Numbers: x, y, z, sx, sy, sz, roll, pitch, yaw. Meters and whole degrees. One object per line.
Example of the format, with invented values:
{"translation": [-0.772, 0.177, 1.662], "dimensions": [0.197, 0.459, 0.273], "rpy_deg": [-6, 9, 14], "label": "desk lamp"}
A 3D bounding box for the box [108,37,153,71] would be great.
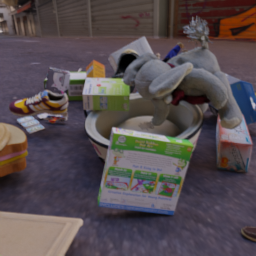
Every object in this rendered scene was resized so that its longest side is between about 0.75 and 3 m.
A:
{"translation": [0.296, -2.748, 12.295], "dimensions": [1.715, 1.706, 1.121], "rpy_deg": [-30, 7, -6], "label": "box"}

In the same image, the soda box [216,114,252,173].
{"translation": [2.668, 0.282, 7.240], "dimensions": [0.697, 0.750, 2.192], "rpy_deg": [6, 23, 15], "label": "soda box"}

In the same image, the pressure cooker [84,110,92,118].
{"translation": [-0.601, -0.543, 8.427], "dimensions": [1.182, 1.040, 1.056], "rpy_deg": [-22, -15, 19], "label": "pressure cooker"}

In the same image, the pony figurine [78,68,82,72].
{"translation": [-2.760, -2.632, 14.696], "dimensions": [0.923, 0.768, 0.891], "rpy_deg": [10, 56, 15], "label": "pony figurine"}

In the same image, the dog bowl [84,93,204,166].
{"translation": [0.389, 0.138, 6.773], "dimensions": [2.762, 1.019, 2.762], "rpy_deg": [-5, 30, 3], "label": "dog bowl"}

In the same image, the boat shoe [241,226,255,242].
{"translation": [2.239, 1.663, 4.468], "dimensions": [0.787, 0.283, 0.284], "rpy_deg": [8, 23, 19], "label": "boat shoe"}

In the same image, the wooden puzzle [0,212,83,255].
{"translation": [-1.836, 1.634, 3.495], "dimensions": [2.042, 0.411, 2.207], "rpy_deg": [3, 7, 7], "label": "wooden puzzle"}

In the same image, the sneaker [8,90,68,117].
{"translation": [-2.582, -0.769, 8.096], "dimensions": [1.653, 0.745, 0.620], "rpy_deg": [-4, 52, -19], "label": "sneaker"}

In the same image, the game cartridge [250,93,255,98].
{"translation": [5.680, -1.248, 11.790], "dimensions": [0.964, 0.177, 1.094], "rpy_deg": [8, 25, 19], "label": "game cartridge"}

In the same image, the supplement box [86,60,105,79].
{"translation": [-1.295, -1.797, 11.186], "dimensions": [0.609, 0.630, 1.832], "rpy_deg": [21, 50, -35], "label": "supplement box"}

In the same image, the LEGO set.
{"translation": [-2.744, -0.375, 9.275], "dimensions": [1.557, 0.382, 1.163], "rpy_deg": [-21, 33, -32], "label": "LEGO set"}

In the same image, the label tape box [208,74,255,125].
{"translation": [3.167, -0.847, 8.821], "dimensions": [0.679, 1.546, 2.144], "rpy_deg": [-30, 25, 1], "label": "label tape box"}

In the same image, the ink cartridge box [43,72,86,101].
{"translation": [-2.611, -1.942, 12.580], "dimensions": [1.738, 0.891, 2.351], "rpy_deg": [-1, 20, -2], "label": "ink cartridge box"}

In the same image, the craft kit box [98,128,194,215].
{"translation": [0.272, 0.780, 4.841], "dimensions": [1.396, 1.379, 0.339], "rpy_deg": [10, 19, -11], "label": "craft kit box"}

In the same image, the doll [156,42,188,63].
{"translation": [1.343, -2.111, 9.432], "dimensions": [1.623, 1.108, 0.393], "rpy_deg": [-52, 24, -8], "label": "doll"}

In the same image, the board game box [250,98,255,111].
{"translation": [4.891, -0.681, 10.130], "dimensions": [2.130, 0.365, 1.432], "rpy_deg": [13, 25, 29], "label": "board game box"}

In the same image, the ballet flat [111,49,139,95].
{"translation": [-0.015, -2.195, 10.064], "dimensions": [0.968, 0.827, 2.913], "rpy_deg": [-6, 38, 10], "label": "ballet flat"}

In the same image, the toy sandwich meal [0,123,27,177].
{"translation": [-3.526, 0.662, 5.544], "dimensions": [2.915, 0.998, 2.915], "rpy_deg": [-7, 26, 3], "label": "toy sandwich meal"}

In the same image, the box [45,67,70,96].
{"translation": [-2.780, -1.605, 10.948], "dimensions": [0.853, 1.291, 0.741], "rpy_deg": [10, 17, -18], "label": "box"}

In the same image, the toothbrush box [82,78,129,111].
{"translation": [-0.539, -0.863, 7.165], "dimensions": [1.146, 0.493, 0.834], "rpy_deg": [1, 39, -1], "label": "toothbrush box"}

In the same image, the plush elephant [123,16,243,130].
{"translation": [1.040, -0.911, 6.209], "dimensions": [1.931, 2.494, 2.054], "rpy_deg": [-23, 25, -7], "label": "plush elephant"}
